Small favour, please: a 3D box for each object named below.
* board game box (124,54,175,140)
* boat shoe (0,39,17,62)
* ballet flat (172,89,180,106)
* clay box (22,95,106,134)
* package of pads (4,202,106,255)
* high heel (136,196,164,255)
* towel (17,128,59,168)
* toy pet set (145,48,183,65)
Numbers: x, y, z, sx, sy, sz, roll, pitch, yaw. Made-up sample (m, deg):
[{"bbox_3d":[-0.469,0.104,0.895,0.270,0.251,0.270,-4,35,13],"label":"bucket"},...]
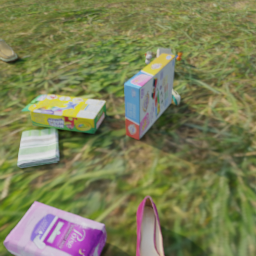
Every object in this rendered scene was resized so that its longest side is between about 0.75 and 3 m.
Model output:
[{"bbox_3d":[0.788,-1.132,9.594,0.524,1.990,2.601,20,42,25],"label":"board game box"},{"bbox_3d":[-6.336,-4.019,14.146,0.781,0.830,2.181,-30,47,-32],"label":"boat shoe"},{"bbox_3d":[1.861,-1.232,11.030,0.344,0.344,0.990,-11,40,-13],"label":"ballet flat"},{"bbox_3d":[-2.203,-0.547,9.850,2.573,0.612,1.478,7,31,11],"label":"clay box"},{"bbox_3d":[-1.543,2.444,6.103,1.917,0.725,1.155,13,43,16],"label":"package of pads"},{"bbox_3d":[0.498,2.443,5.939,0.649,0.925,1.928,1,38,1],"label":"high heel"},{"bbox_3d":[-2.825,0.551,8.871,1.215,0.250,1.628,-7,39,-10],"label":"towel"},{"bbox_3d":[1.732,-3.121,13.288,1.773,0.941,1.655,2,4,-3],"label":"toy pet set"}]
